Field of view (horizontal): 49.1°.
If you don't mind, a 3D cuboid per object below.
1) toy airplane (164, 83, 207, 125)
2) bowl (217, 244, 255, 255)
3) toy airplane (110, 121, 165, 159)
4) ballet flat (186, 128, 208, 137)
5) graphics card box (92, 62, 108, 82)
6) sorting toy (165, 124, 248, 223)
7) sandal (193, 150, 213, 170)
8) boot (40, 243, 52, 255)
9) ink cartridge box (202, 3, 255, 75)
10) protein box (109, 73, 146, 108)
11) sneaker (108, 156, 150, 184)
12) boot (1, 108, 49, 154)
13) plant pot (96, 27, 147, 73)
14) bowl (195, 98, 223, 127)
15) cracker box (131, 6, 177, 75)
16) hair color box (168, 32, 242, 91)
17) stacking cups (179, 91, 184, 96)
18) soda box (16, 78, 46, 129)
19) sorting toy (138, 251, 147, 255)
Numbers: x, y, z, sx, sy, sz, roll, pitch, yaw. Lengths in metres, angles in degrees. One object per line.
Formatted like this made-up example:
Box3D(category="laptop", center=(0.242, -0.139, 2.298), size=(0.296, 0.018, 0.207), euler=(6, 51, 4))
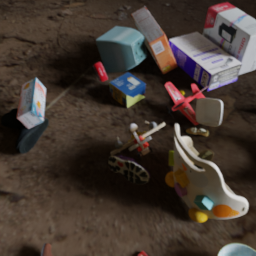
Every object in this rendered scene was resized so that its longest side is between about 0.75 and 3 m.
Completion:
Box3D(category="toy airplane", center=(2.224, -1.060, 10.570), size=(1.954, 0.359, 1.954), euler=(3, 73, -9))
Box3D(category="bowl", center=(2.602, 3.417, 6.596), size=(1.175, 0.632, 1.175), euler=(0, 49, 0))
Box3D(category="toy airplane", center=(0.272, 0.315, 8.657), size=(1.468, 1.462, 1.036), euler=(-13, 67, -40))
Box3D(category="ballet flat", center=(2.443, 0.106, 9.869), size=(0.779, 0.246, 0.268), euler=(9, 49, 9))
Box3D(category="graphics card box", center=(-1.123, -2.224, 11.116), size=(0.296, 0.729, 1.163), euler=(-26, 16, -4))
Box3D(category="sorting toy", center=(1.775, 1.074, 7.408), size=(1.399, 2.358, 2.620), euler=(-29, 49, -7))
Box3D(category="sandal", center=(2.123, 1.034, 8.095), size=(0.401, 0.981, 0.268), euler=(30, 22, 21))
Box3D(category="boot", center=(-1.428, 3.317, 6.820), size=(1.312, 0.449, 1.235), euler=(-10, 48, -10))
Box3D(category="ink cartridge box", center=(4.603, -3.942, 12.369), size=(1.128, 1.984, 2.723), euler=(-19, 51, -17))
Box3D(category="protein box", center=(-0.028, -1.498, 11.021), size=(1.016, 0.690, 1.023), euler=(-34, 56, -27))
Box3D(category="sneaker", center=(0.088, 1.086, 8.066), size=(0.636, 0.614, 1.524), euler=(-15, 27, -40))
Box3D(category="boot", center=(-3.763, 0.065, 9.620), size=(1.430, 0.650, 1.701), euler=(15, 45, 11))
Box3D(category="plant pot", center=(-0.109, -3.195, 11.495), size=(1.529, 1.502, 1.497), euler=(12, 44, 34))
Box3D(category="bowl", center=(2.907, -0.584, 9.931), size=(0.980, 0.979, 0.366), euler=(14, 20, 41))
Box3D(category="cracker box", center=(1.123, -3.861, 12.297), size=(0.773, 1.795, 2.680), euler=(-28, 48, 9))
Box3D(category="hair color box", center=(3.210, -2.971, 12.196), size=(1.626, 0.964, 2.975), euler=(-21, 49, -19))
Box3D(category="stacking cups", center=(2.021, -1.123, 11.032), size=(0.236, 0.236, 0.780), euler=(14, 54, 12))
Box3D(category="soda box", center=(-3.305, -0.884, 9.658), size=(0.648, 0.603, 1.896), euler=(-24, 45, 11))
Box3D(category="sorting toy", center=(-0.172, 4.020, 6.143), size=(2.961, 0.501, 1.427), euler=(-31, 55, -26))
